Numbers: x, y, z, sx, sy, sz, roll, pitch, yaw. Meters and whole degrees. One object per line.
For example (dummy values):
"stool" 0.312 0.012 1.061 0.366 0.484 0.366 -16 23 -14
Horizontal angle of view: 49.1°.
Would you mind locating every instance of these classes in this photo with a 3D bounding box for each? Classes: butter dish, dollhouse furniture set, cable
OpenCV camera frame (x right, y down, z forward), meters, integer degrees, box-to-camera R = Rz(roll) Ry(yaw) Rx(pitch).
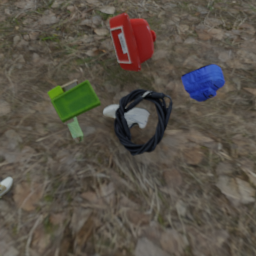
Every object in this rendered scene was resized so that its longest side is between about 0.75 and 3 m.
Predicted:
"butter dish" 0.371 -3.557 11.402 1.630 2.205 2.199 -21 20 -16
"dollhouse furniture set" -1.540 -0.555 8.661 1.138 2.948 1.474 -28 84 -9
"cable" 0.375 -0.210 9.218 1.859 0.579 2.278 17 83 17

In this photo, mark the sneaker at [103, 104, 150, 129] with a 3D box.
"sneaker" -0.121 -0.395 10.132 1.749 0.652 0.762 8 79 20

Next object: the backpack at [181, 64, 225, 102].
"backpack" 2.550 -1.463 9.201 1.186 0.964 0.995 -24 74 31

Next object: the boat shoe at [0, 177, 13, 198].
"boat shoe" -3.939 1.881 8.676 0.341 0.312 0.913 20 53 16
